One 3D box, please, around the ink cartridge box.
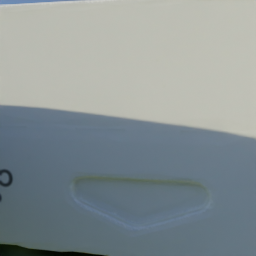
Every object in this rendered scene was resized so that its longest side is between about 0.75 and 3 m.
[{"bbox_3d":[0.200,-0.077,1.709,1.401,0.813,1.898,1,4,10],"label":"ink cartridge box"}]
